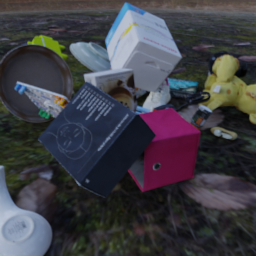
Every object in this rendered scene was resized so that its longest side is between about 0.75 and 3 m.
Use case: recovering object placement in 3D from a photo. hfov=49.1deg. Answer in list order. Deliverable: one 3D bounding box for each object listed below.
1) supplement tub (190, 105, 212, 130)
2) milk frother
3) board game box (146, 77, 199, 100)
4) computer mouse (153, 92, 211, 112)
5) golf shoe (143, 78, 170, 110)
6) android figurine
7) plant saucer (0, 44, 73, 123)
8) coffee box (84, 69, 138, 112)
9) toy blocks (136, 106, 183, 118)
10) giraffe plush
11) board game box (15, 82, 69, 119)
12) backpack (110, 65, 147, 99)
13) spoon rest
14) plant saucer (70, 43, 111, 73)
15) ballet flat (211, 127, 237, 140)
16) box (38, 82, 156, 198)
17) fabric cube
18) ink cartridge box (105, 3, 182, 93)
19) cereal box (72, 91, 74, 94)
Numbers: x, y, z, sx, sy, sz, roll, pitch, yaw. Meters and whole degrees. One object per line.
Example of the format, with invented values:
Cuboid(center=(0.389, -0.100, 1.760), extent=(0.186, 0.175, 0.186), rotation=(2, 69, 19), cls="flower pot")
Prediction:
Cuboid(center=(2.604, -0.366, 10.128), extent=(0.501, 0.817, 0.501), rotation=(26, 22, -11), cls="supplement tub")
Cuboid(center=(4.536, -2.273, 13.260), extent=(1.811, 2.006, 1.887), rotation=(23, 1, 18), cls="milk frother")
Cuboid(center=(2.009, -2.011, 13.626), extent=(2.612, 0.368, 1.767), rotation=(11, 30, 17), cls="board game box")
Cuboid(center=(1.618, -0.718, 9.292), extent=(2.373, 0.404, 0.695), rotation=(-25, 42, -3), cls="computer mouse")
Cuboid(center=(1.157, -1.276, 11.497), extent=(0.983, 1.194, 2.609), rotation=(8, 33, 12), cls="golf shoe")
Cuboid(center=(-4.431, -4.295, 15.466), extent=(2.169, 0.445, 1.974), rotation=(-2, 62, -43), cls="android figurine")
Cuboid(center=(-3.501, -1.658, 10.618), extent=(2.891, 2.891, 0.464), rotation=(-22, 18, -35), cls="plant saucer")
Cuboid(center=(-0.470, -0.609, 8.957), extent=(1.333, 2.358, 0.941), rotation=(-16, 20, -26), cls="coffee box")
Cuboid(center=(0.842, -0.045, 8.878), extent=(1.456, 1.213, 0.529), rotation=(19, 27, -1), cls="toy blocks")
Cuboid(center=(4.325, -1.372, 10.947), extent=(2.250, 2.394, 2.774), rotation=(19, 26, 0), cls="giraffe plush")
Cuboid(center=(-2.632, -0.670, 9.685), extent=(2.041, 2.042, 0.264), rotation=(18, 68, 21), cls="board game box")
Cuboid(center=(-0.023, -2.043, 12.440), extent=(1.386, 1.799, 1.713), rotation=(-45, 53, -11), cls="backpack")
Cuboid(center=(-2.605, 1.976, 6.275), extent=(1.253, 0.765, 2.522), rotation=(-20, 48, -29), cls="spoon rest")
Cuboid(center=(-1.391, -3.384, 13.547), extent=(2.885, 0.724, 2.885), rotation=(31, 21, -14), cls="plant saucer")
Cuboid(center=(3.257, 0.198, 9.658), extent=(0.949, 0.326, 0.299), rotation=(15, 32, 37), cls="ballet flat")
Cuboid(center=(-0.726, 0.221, 6.379), extent=(1.842, 1.141, 1.810), rotation=(-50, 51, -4), cls="box")
Cuboid(center=(0.823, 0.555, 7.785), extent=(1.598, 1.573, 1.603), rotation=(-10, 31, -20), cls="fabric cube")
Cuboid(center=(0.484, -3.082, 10.917), extent=(1.901, 1.892, 2.591), rotation=(13, 45, -29), cls="ink cartridge box")
Cuboid(center=(-2.889, -1.494, 12.750), extent=(0.564, 0.155, 0.784), rotation=(-7, 24, 21), cls="cereal box")
